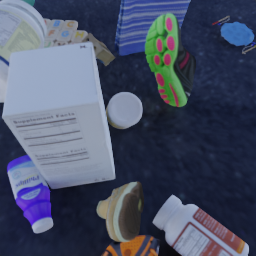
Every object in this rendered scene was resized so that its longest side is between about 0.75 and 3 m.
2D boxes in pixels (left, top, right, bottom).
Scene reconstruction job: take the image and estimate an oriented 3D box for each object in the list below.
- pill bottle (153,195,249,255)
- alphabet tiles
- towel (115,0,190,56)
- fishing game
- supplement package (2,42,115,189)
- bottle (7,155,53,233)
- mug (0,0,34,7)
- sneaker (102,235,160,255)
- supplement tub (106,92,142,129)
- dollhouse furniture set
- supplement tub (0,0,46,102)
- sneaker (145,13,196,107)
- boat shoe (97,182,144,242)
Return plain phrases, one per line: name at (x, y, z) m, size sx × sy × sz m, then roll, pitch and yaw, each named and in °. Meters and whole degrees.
pill bottle at (1.308, 2.046, 5.276) m, size 1.620 × 0.909 × 0.909 m, roll 36°, pitch 62°, yaw 22°
alphabet tiles at (-2.553, -2.752, 8.988) m, size 2.388 × 0.174 × 2.336 m, roll 6°, pitch 57°, yaw 7°
towel at (0.744, -3.183, 7.665) m, size 2.047 × 2.827 × 0.337 m, roll -12°, pitch 61°, yaw -16°
fishing game at (3.595, -3.097, 9.279) m, size 1.119 × 0.243 × 1.563 m, roll -32°, pitch 69°, yaw -20°
supplement package at (-1.185, -0.094, 5.624) m, size 1.480 × 2.702 × 1.537 m, roll -9°, pitch 54°, yaw -3°
bottle at (-2.045, 1.382, 5.961) m, size 0.693 × 0.542 × 1.660 m, roll -22°, pitch 58°, yaw -14°
mug at (-3.825, -4.174, 8.845) m, size 1.748 × 2.128 × 1.316 m, roll 3°, pitch 29°, yaw 10°
sneaker at (0.523, 2.636, 4.912) m, size 2.187 × 0.848 × 1.225 m, roll 21°, pitch 59°, yaw 14°
supplement tub at (-0.125, -0.386, 6.748) m, size 0.794 × 1.100 × 0.794 m, roll 1°, pitch 86°, yaw -8°
dollhouse furniture set at (-1.128, -2.079, 8.297) m, size 1.053 × 0.742 × 0.738 m, roll -42°, pitch 70°, yaw 14°
supplement tub at (-3.334, -2.096, 7.492) m, size 1.762 × 1.762 × 2.431 m, roll 10°, pitch 56°, yaw 7°
sneaker at (1.122, -1.695, 7.021) m, size 0.940 × 2.450 × 1.027 m, roll 19°, pitch 53°, yaw 34°
boat shoe at (-0.193, 1.520, 5.125) m, size 0.788 × 2.069 × 0.741 m, roll -8°, pitch 88°, yaw 9°
